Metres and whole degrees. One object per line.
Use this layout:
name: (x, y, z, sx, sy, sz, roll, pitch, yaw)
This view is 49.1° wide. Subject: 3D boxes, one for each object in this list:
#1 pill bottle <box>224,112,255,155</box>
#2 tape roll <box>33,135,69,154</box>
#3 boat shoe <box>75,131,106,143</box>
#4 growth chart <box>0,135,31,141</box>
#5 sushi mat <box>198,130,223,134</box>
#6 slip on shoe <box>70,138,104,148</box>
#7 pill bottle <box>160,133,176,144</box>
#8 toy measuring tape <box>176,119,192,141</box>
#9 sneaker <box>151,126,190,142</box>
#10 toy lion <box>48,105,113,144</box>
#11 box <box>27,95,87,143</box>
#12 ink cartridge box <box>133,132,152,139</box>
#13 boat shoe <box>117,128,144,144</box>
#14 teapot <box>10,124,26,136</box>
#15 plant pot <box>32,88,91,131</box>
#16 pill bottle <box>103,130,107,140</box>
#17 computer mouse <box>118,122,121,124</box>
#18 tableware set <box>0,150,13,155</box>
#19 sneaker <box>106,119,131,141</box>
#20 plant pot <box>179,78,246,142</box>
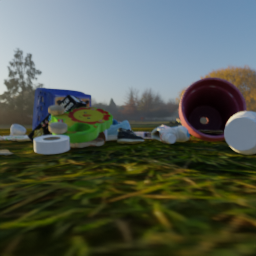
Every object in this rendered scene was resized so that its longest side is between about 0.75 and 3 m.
pill bottle: (3.252, 0.128, 7.465, 1.118, 1.118, 2.012, 1, 2, 34)
tape roll: (-2.096, 0.447, 7.692, 0.956, 0.335, 0.956, 0, 11, 0)
boat shoe: (-1.522, 0.164, 10.772, 0.599, 0.599, 1.702, -18, -35, 25)
growth chart: (-5.177, 0.496, 13.445, 1.828, 0.224, 2.526, -2, 1, -37)
sushi mat: (3.616, 0.179, 12.752, 1.023, 0.129, 2.139, 3, -1, 8)
slip on shoe: (-1.425, 0.391, 9.938, 0.636, 0.507, 1.673, 1, 1, 33)
pill bottle: (1.597, 0.420, 11.154, 0.412, 0.412, 0.753, 0, 2, -15)
toy measuring tape: (2.510, 0.152, 13.191, 0.603, 0.603, 1.640, 0, 30, -16)
sneaker: (1.832, 0.322, 12.131, 0.776, 0.735, 1.921, -23, 14, -34)
toy lion: (-1.536, -0.156, 9.345, 2.150, 0.770, 2.243, -2, 26, -15)
box: (-2.684, -0.308, 10.905, 2.204, 0.507, 1.752, -45, -2, 3)
ink cartridge box: (0.889, 0.399, 15.101, 1.597, 0.350, 1.612, 0, -1, 20)
boat shoe: (0.127, 0.319, 10.699, 0.588, 0.553, 1.637, -13, -13, 29)
teapot: (-6.371, 0.249, 16.090, 0.909, 0.664, 0.897, 22, 16, -39)
plant pot: (-3.501, -0.758, 15.361, 2.781, 2.781, 2.501, 1, 5, -33)
pill bottle: (-1.517, 0.276, 11.872, 1.200, 0.680, 0.680, 0, 1, 4)
computer mouse: (-1.115, 0.017, 13.564, 2.430, 1.333, 0.533, 8, 4, 26)
tableware set: (-3.382, 0.638, 7.020, 0.977, 0.113, 0.816, 2, 2, -13)
sneaker: (-0.765, 0.099, 12.548, 2.317, 0.949, 0.856, -6, -5, 37)
plant pot: (3.746, -0.589, 13.039, 2.782, 2.782, 2.490, 0, -14, 7)
